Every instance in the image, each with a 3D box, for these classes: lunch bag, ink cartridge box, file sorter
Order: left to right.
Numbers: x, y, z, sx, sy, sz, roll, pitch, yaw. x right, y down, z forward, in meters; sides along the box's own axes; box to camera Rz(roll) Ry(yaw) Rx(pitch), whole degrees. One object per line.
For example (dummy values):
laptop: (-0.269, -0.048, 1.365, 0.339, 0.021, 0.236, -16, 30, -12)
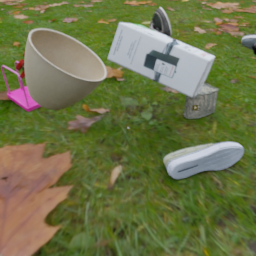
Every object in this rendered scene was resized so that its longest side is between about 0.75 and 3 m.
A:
file sorter: (-3.847, -2.189, 12.247, 1.788, 1.614, 2.573, 29, 45, 35)
ink cartridge box: (1.118, -2.167, 8.701, 2.832, 1.176, 2.076, 27, 25, 11)
lunch bag: (2.795, -1.008, 11.048, 1.348, 1.106, 0.793, -21, 39, -25)

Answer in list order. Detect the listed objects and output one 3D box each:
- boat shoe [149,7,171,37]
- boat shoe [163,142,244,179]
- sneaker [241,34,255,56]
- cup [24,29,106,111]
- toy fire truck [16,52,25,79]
boat shoe: (1.071, -3.317, 10.125, 0.682, 2.394, 0.800, -32, 75, -2)
boat shoe: (2.326, 0.851, 8.704, 2.547, 0.917, 0.790, -11, 33, -12)
sneaker: (3.069, -1.632, 6.426, 1.277, 0.534, 0.771, 31, 83, 36)
cup: (-1.403, -1.028, 5.626, 1.599, 1.143, 1.599, 28, 30, -18)
toy fire truck: (-3.578, -2.395, 10.433, 0.715, 1.275, 1.071, 33, 5, -16)
